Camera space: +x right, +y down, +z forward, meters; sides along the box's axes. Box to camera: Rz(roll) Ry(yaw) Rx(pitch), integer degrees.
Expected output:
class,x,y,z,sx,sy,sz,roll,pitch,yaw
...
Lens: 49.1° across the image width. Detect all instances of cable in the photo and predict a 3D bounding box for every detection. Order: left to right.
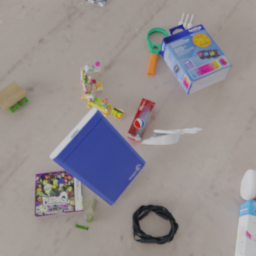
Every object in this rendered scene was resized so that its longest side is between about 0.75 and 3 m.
class,x,y,z,sx,sy,sz,roll,pitch,yaw
cable,0.847,3.004,8.761,1.443,0.367,1.177,0,61,2

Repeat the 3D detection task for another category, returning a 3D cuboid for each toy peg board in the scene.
class,x,y,z,sx,sy,sz,roll,pitch,yaw
toy peg board,-4.353,-1.100,10.552,0.985,0.482,0.981,-42,57,-18

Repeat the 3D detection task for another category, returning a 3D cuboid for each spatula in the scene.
class,x,y,z,sx,sy,sz,roll,pitch,yaw
spatula,2.571,-4.710,12.317,0.580,0.067,0.835,14,66,12

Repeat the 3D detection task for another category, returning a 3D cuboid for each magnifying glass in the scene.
class,x,y,z,sx,sy,sz,roll,pitch,yaw
magnifying glass,1.115,-3.185,11.527,0.959,0.270,2.408,10,67,4

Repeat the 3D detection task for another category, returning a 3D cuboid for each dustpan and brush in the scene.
class,x,y,z,sx,sy,sz,roll,pitch,yaw
dustpan and brush,1.267,0.190,7.918,1.605,1.120,0.459,3,100,24

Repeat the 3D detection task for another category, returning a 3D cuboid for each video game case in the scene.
class,x,y,z,sx,sy,sz,roll,pitch,yaw
video game case,-2.269,2.105,9.160,1.522,0.272,1.379,-6,66,-3

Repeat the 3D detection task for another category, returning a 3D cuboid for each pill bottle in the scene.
class,x,y,z,sx,sy,sz,roll,pitch,yaw
pill bottle,4.566,2.005,8.817,1.739,0.976,0.976,15,67,6

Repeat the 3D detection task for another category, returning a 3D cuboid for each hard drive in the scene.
class,x,y,z,sx,sy,sz,roll,pitch,yaw
hard drive,-0.750,0.966,8.383,1.816,2.753,0.349,-50,38,-11

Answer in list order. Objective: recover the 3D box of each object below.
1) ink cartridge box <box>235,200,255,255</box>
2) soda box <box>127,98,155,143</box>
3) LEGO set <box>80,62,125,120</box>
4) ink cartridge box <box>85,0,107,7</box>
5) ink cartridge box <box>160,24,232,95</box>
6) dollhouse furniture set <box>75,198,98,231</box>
class,x,y,z,sx,sy,sz,roll,pitch,yaw
ink cartridge box,3.981,3.519,8.226,1.386,0.817,2.407,15,67,7
soda box,0.473,-0.278,10.098,0.539,0.488,1.539,21,67,8
LEGO set,-1.147,-1.375,10.315,1.214,0.982,2.639,-24,68,-10
ink cartridge box,-1.463,-5.872,12.766,0.914,0.179,0.455,22,68,10
ink cartridge box,2.476,-2.860,10.987,1.821,1.019,2.669,-24,66,-10
dollhouse furniture set,-1.297,2.662,8.788,0.390,0.505,1.010,14,68,6
